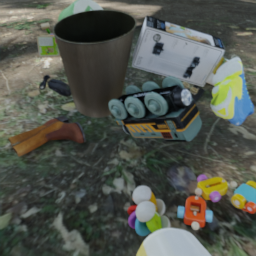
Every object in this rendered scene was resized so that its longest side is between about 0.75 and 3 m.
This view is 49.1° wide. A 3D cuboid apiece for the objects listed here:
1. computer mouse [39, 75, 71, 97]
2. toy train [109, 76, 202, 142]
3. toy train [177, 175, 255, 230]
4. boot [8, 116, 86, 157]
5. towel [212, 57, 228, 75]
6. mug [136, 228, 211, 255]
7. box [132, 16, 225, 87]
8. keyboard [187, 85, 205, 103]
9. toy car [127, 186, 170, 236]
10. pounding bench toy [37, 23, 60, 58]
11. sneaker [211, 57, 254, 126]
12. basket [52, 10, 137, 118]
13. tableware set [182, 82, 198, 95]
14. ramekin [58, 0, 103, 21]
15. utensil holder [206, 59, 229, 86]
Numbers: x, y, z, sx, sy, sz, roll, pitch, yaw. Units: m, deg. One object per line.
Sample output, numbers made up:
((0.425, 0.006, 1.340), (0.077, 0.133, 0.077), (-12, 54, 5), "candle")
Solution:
((-2.849, -1.685, 11.246), (1.280, 0.337, 0.886), (24, 45, -15), "computer mouse")
((0.641, -0.377, 7.585), (2.767, 1.577, 1.179), (-3, 33, 49), "toy train")
((2.689, 2.234, 7.775), (2.589, 0.720, 1.945), (3, 35, 10), "toy train")
((-3.018, 0.378, 10.434), (2.375, 0.813, 2.236), (-26, 42, -32), "boot")
((3.880, -3.149, 13.116), (0.204, 0.971, 2.255), (-24, 62, -29), "towel")
((0.806, 3.098, 5.461), (2.407, 1.928, 1.976), (-3, 25, -16), "mug")
((1.477, -2.290, 8.570), (2.443, 1.425, 0.735), (13, 45, -8), "box")
((3.214, -1.697, 14.148), (0.873, 0.332, 1.678), (37, 42, 11), "keyboard")
((0.435, 2.298, 7.484), (0.977, 1.141, 1.303), (-33, 32, 13), "toy car")
((-2.850, -3.209, 10.082), (0.728, 1.173, 0.915), (-5, 27, -9), "pounding bench toy")
((2.879, -0.928, 7.641), (0.827, 1.147, 2.184), (-23, 32, 49), "sneaker")
((-1.010, -1.900, 8.927), (2.593, 2.876, 1.956), (-31, 55, -32), "basket")
((3.120, -2.047, 14.076), (0.896, 0.179, 0.592), (33, 43, 7), "tableware set")
((-1.845, -4.548, 12.423), (1.105, 2.262, 2.262), (-21, 12, 46), "ramekin")
((4.650, -3.064, 14.965), (1.561, 1.561, 1.837), (-21, 40, -29), "utensil holder")
